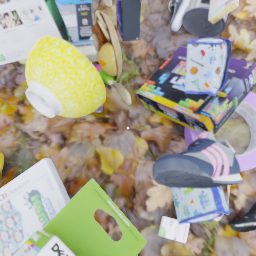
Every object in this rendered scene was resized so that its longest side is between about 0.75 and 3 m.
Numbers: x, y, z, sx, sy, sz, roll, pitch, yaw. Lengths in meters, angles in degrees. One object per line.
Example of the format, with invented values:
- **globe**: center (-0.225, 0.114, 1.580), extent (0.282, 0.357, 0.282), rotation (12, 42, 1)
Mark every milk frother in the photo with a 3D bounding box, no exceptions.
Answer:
- **milk frother**: center (2.222, -4.651, 9.318), extent (2.440, 2.202, 2.295), rotation (11, 73, 26)

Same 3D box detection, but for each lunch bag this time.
- **lunch bag**: center (1.898, 1.602, 7.430), extent (1.201, 1.884, 1.602), rotation (-7, 65, -8)
- **lunch bag**: center (1.761, -1.379, 6.105), extent (0.812, 1.311, 1.115), rotation (11, 113, 21)

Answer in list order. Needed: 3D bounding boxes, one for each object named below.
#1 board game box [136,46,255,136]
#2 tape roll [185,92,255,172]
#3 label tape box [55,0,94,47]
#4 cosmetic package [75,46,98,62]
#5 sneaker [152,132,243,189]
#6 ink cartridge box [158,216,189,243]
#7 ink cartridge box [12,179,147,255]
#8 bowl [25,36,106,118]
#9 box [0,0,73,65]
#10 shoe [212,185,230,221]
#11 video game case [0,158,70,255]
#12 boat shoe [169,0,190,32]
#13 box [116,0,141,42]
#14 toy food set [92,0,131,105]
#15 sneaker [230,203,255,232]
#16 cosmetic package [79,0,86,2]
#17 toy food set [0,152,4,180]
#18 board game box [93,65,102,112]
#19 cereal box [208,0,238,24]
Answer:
- **board game box**: center (1.926, -1.184, 8.186), extent (2.234, 0.766, 2.703), rotation (-49, 45, -11)
- **tape roll**: center (3.067, 0.068, 8.527), extent (2.559, 0.839, 2.559), rotation (0, 75, -1)
- **label tape box**: center (-1.965, -3.694, 9.608), extent (1.563, 0.721, 2.182), rotation (-7, 76, -2)
- **cosmetic package**: center (-1.261, -2.480, 9.388), extent (0.972, 0.503, 0.355), rotation (-8, 76, -1)
- **sneaker**: center (1.221, 0.534, 4.996), extent (0.866, 2.469, 1.013), rotation (-19, 67, 36)
- **ink cartridge box**: center (1.306, 2.902, 8.017), extent (0.755, 0.317, 0.549), rotation (15, 75, 3)
- **ink cartridge box**: center (-0.748, 2.371, 4.652), extent (2.593, 0.982, 1.916), rotation (-45, 102, -30)
- **bowl**: center (-1.596, -0.871, 6.199), extent (1.984, 1.984, 1.068), rotation (34, 62, 9)
- **box**: center (-2.789, -2.940, 6.322), extent (2.092, 2.898, 0.527), rotation (-7, 43, 16)
- **shoe**: center (2.700, 2.078, 8.229), extent (0.456, 0.348, 1.305), rotation (17, 75, 4)
- **video game case**: center (-2.235, 2.491, 6.513), extent (2.476, 0.322, 2.720), rotation (-34, 75, 14)
- **boat shoe**: center (1.732, -4.257, 9.760), extent (0.689, 0.729, 2.032), rotation (19, 73, 7)
- **box**: center (-0.011, -3.277, 7.863), extent (0.533, 1.351, 0.954), rotation (-11, 51, -10)
- **toy food set**: center (-0.571, -1.790, 6.281), extent (0.488, 1.679, 2.432), rotation (-18, 120, -12)
- **sneaker**: center (3.683, 2.528, 8.087), extent (1.611, 0.610, 0.705), rotation (-9, 55, -2)
- **cosmetic package**: center (-1.439, -4.249, 8.266), extent (0.525, 1.203, 0.622), rotation (-15, 97, 10)
- **toy food set**: center (-5.013, 1.498, 8.181), extent (2.974, 0.971, 1.750), rotation (-9, 51, -4)
- **board game box**: center (-1.309, -1.307, 9.222), extent (0.972, 0.262, 1.620), rotation (1, 75, -4)
- **cereal box**: center (2.171, -2.932, 6.359), extent (0.192, 0.700, 0.973), rotation (25, 62, -26)
